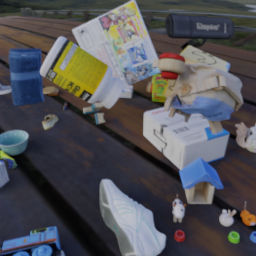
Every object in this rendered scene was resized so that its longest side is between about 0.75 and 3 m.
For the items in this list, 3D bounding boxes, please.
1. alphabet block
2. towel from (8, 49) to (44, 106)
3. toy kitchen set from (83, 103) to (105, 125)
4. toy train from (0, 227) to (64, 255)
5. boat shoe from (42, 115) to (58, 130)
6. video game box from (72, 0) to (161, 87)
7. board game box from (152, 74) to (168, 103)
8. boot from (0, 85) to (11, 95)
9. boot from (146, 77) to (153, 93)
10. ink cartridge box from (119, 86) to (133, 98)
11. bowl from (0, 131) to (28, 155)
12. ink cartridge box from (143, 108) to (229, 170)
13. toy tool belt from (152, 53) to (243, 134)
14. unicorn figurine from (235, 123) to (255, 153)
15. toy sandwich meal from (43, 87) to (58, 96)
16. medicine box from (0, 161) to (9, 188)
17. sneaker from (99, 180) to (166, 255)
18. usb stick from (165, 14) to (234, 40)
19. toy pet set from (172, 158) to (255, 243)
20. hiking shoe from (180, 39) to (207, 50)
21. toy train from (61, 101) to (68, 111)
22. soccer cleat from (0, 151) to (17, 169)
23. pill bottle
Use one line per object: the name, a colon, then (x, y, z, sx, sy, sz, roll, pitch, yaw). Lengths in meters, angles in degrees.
alphabet block: (3.133, -2.221, 12.935, 2.172, 2.133, 2.122, 27, 34, 9)
towel: (-3.383, -1.676, 9.352, 1.058, 1.894, 0.460, -16, 32, -41)
toy kitchen set: (-1.510, -0.543, 12.344, 0.682, 0.928, 1.158, -9, -6, -17)
toy train: (-2.282, 2.817, 6.089, 1.742, 0.755, 0.995, -9, 22, -12)
boat shoe: (-2.574, -0.262, 9.201, 0.367, 0.329, 0.991, -24, 21, 5)
video game box: (-0.369, -3.040, 10.911, 2.580, 2.831, 0.663, -19, 23, 16)
board game box: (1.693, -2.043, 14.294, 0.876, 0.411, 1.724, 6, 49, 0)
boot: (-7.000, -2.186, 14.814, 1.630, 0.737, 0.593, -10, 31, -17)
boot: (1.644, -2.357, 15.320, 0.915, 0.640, 1.707, 12, 40, 13)
ink cartridge box: (-0.122, -1.904, 14.688, 0.653, 0.383, 0.891, 3, 31, 6)
bowl: (-4.119, 0.594, 10.106, 1.079, 0.564, 1.079, -1, 29, 0)
ink cartridge box: (1.981, 0.221, 10.209, 1.898, 1.096, 2.600, -14, 32, -23)
toy tool belt: (1.827, -0.796, 7.550, 2.782, 1.709, 1.737, 10, 2, -35)
unicorn figurine: (5.216, 0.564, 9.942, 2.706, 0.999, 1.859, -1, 36, 28)
toy sandwich meal: (-4.142, -1.889, 14.761, 0.945, 0.324, 0.945, -3, 30, 2)
medicine box: (-4.058, 1.477, 8.384, 0.411, 0.728, 0.799, 10, 31, 18)
sneaker: (-0.004, 2.236, 7.060, 1.004, 0.881, 2.505, -10, 38, -26)
usb stick: (2.537, -3.494, 9.751, 2.897, 0.803, 0.472, -8, 0, -27)
toy pet set: (2.200, 1.820, 7.371, 2.145, 1.139, 2.003, 0, 30, 0)
hiking shoe: (3.259, -4.176, 13.949, 1.326, 0.502, 0.668, -20, 6, 34)
toy train: (-3.026, -1.075, 13.472, 0.214, 0.160, 0.935, 11, 28, -5)
soccer cleat: (-4.127, 1.111, 9.541, 0.456, 0.353, 1.091, 15, 9, -44)
pill bottle: (-1.139, -1.348, 7.267, 1.989, 1.118, 1.118, 30, 25, -16)
